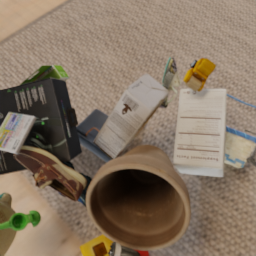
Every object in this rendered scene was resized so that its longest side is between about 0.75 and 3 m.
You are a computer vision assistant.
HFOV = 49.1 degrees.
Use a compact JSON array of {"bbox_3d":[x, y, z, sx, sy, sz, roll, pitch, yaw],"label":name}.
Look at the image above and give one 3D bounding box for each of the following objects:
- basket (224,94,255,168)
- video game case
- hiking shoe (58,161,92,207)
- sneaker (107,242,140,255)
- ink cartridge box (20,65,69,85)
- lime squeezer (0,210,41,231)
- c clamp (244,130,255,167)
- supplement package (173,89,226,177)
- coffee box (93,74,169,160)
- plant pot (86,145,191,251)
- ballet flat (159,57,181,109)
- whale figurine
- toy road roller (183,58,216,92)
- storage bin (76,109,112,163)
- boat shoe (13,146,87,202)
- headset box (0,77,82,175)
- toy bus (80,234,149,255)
[{"bbox_3d":[3.947,0.113,10.656,2.166,1.709,2.457,25,96,12],"label":"basket"},{"bbox_3d":[-2.870,0.111,6.989,0.922,0.112,1.012,9,66,27],"label":"video game case"},{"bbox_3d":[-1.713,1.916,8.968,2.213,0.959,0.823,40,31,24],"label":"hiking shoe"},{"bbox_3d":[-0.206,3.563,6.839,0.884,1.954,0.649,14,33,-6],"label":"sneaker"},{"bbox_3d":[-2.581,-1.448,8.692,1.018,1.378,0.522,-35,95,14],"label":"ink cartridge box"},{"bbox_3d":[-2.753,2.342,7.035,0.832,2.356,0.444,-8,78,16],"label":"lime squeezer"},{"bbox_3d":[3.239,0.572,6.762,1.084,0.172,1.269,15,43,26],"label":"c clamp"},{"bbox_3d":[2.388,0.178,9.096,1.485,1.480,2.531,3,72,19],"label":"supplement package"},{"bbox_3d":[0.059,-0.306,9.042,1.019,2.556,1.462,40,42,5],"label":"coffee box"},{"bbox_3d":[0.438,1.592,7.778,2.613,2.613,2.279,15,25,7],"label":"plant pot"},{"bbox_3d":[1.402,-1.436,9.424,0.706,1.962,0.706,9,42,-8],"label":"ballet flat"},{"bbox_3d":[-3.926,2.442,7.424,1.313,2.530,2.012,6,34,11],"label":"whale figurine"},{"bbox_3d":[2.157,-1.631,8.317,0.604,0.717,0.982,32,71,-12],"label":"toy road roller"},{"bbox_3d":[-1.023,0.221,10.846,2.040,1.485,1.370,31,69,15],"label":"storage bin"},{"bbox_3d":[-2.069,1.224,7.217,2.069,0.746,0.744,36,43,-16],"label":"boat shoe"},{"bbox_3d":[-2.848,-0.048,8.206,2.713,1.259,2.362,-13,94,7],"label":"headset box"},{"bbox_3d":[-0.524,4.601,8.701,2.651,1.370,2.502,16,64,8],"label":"toy bus"}]
